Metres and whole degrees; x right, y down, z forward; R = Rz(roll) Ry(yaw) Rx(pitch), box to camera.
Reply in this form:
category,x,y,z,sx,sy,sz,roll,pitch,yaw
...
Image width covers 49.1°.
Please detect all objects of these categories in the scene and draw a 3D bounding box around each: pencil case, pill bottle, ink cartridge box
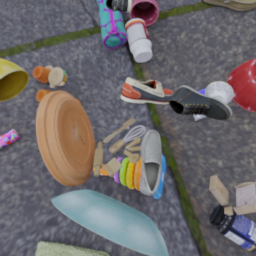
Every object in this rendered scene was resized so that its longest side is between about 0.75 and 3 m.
category,x,y,z,sx,sy,sz,roll,pitch,yaw
pencil case,-0.701,-4.489,11.473,1.026,1.115,2.412,-9,70,-3
pill bottle,3.342,3.078,8.711,1.511,0.845,0.845,31,72,11
ink cartridge box,2.797,-0.944,10.586,1.095,0.240,1.105,-20,69,-7
pencil case,-4.384,0.441,9.954,0.981,0.434,0.434,-33,73,-13
pill bottle,0.436,-3.478,11.214,0.869,0.869,1.587,-12,70,-5

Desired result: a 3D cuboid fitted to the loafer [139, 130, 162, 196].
category,x,y,z,sx,sy,sz,roll,pitch,yaw
loafer,0.546,0.755,6.292,0.522,0.521,1.493,7,74,-13

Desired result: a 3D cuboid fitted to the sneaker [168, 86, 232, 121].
category,x,y,z,sx,sy,sz,roll,pitch,yaw
sneaker,1.559,-0.397,6.170,1.328,0.497,0.705,27,46,18

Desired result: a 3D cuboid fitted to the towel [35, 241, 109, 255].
category,x,y,z,sx,sy,sz,roll,pitch,yaw
towel,-1.758,4.491,8.384,2.490,0.454,1.848,12,68,4

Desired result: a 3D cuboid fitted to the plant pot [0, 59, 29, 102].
category,x,y,z,sx,sy,sz,roll,pitch,yaw
plant pot,-3.760,-1.528,8.327,1.262,1.262,0.896,-41,80,-14

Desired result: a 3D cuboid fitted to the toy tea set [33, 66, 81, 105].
category,x,y,z,sx,sy,sz,roll,pitch,yaw
toy tea set,-2.642,-1.258,10.518,1.604,0.998,2.697,-22,71,23

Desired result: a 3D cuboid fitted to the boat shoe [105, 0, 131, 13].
category,x,y,z,sx,sy,sz,roll,pitch,yaw
boat shoe,-0.454,-4.192,9.197,0.657,0.698,1.943,-9,31,-13

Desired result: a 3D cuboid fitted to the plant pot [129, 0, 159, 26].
category,x,y,z,sx,sy,sz,roll,pitch,yaw
plant pot,0.660,-5.070,11.744,1.195,1.195,1.069,1,54,0

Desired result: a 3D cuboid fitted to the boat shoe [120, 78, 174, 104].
category,x,y,z,sx,sy,sz,roll,pitch,yaw
boat shoe,0.598,-0.998,7.479,1.832,0.573,0.652,-3,26,-40

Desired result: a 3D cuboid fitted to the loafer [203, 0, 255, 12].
category,x,y,z,sx,sy,sz,roll,pitch,yaw
loafer,4.491,-5.735,12.081,2.535,0.855,0.964,7,69,3

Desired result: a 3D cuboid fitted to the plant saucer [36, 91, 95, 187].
category,x,y,z,sx,sy,sz,roll,pitch,yaw
plant saucer,-1.474,0.249,7.365,0.408,2.528,2.528,-12,68,17

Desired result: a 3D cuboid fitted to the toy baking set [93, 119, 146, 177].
category,x,y,z,sx,sy,sz,roll,pitch,yaw
toy baking set,-0.203,0.523,7.387,1.535,0.233,2.000,-21,33,9

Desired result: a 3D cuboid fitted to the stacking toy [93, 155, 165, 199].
category,x,y,z,sx,sy,sz,roll,pitch,yaw
stacking toy,-0.026,1.467,9.286,2.405,1.396,1.320,5,68,17

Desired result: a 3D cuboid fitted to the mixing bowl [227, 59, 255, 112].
category,x,y,z,sx,sy,sz,roll,pitch,yaw
mixing bowl,4.921,-1.783,10.422,2.146,1.162,2.146,0,68,1

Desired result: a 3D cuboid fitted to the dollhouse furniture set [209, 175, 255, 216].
category,x,y,z,sx,sy,sz,roll,pitch,yaw
dollhouse furniture set,2.827,1.523,6.782,0.684,1.546,0.801,50,39,-21

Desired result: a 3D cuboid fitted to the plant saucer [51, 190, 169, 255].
category,x,y,z,sx,sy,sz,roll,pitch,yaw
plant saucer,-0.313,2.000,6.420,2.882,2.882,0.555,23,80,8

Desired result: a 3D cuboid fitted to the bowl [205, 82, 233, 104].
category,x,y,z,sx,sy,sz,roll,pitch,yaw
bowl,2.768,-0.947,8.599,0.861,0.861,0.404,21,42,8
